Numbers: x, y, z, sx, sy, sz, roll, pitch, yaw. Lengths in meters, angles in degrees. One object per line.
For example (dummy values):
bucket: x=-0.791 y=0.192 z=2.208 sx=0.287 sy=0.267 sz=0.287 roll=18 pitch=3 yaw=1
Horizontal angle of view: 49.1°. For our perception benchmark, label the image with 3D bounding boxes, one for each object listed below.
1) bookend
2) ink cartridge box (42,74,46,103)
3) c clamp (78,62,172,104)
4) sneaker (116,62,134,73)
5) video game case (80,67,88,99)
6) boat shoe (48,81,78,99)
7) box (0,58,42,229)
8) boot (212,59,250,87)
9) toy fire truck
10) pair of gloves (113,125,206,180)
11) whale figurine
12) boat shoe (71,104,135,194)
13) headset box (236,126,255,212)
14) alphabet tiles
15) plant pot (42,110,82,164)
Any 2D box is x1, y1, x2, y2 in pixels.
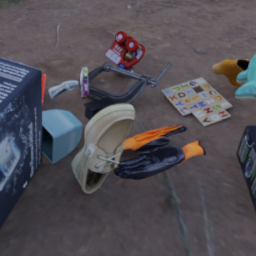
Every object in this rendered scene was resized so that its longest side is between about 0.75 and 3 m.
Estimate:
bookend: x=-0.821 y=-0.315 z=7.752 sx=0.846 sy=0.841 sz=0.390 roll=-19 pitch=44 yaw=-40
ink cartridge box: x=-3.907 y=-1.084 z=8.835 sx=2.419 sy=0.606 sz=1.962 roll=-17 pitch=42 yaw=3
c clamp: x=-0.259 y=-1.651 z=9.664 sx=2.817 sy=0.381 sz=2.406 roll=20 pitch=60 yaw=29
sneaker: x=-0.184 y=-2.288 z=10.608 sx=0.895 sy=0.338 sz=0.517 roll=20 pitch=88 yaw=11
video game case: x=-1.393 y=-1.400 z=8.873 sx=0.163 sy=0.909 sz=0.824 roll=-1 pitch=85 yaw=-14
boat shoe: x=-1.779 y=-1.073 z=7.761 sx=0.885 sy=0.284 sz=0.326 roll=-19 pitch=-3 yaw=7
box: x=-3.002 y=0.514 z=5.362 sx=1.691 sy=2.832 sz=2.879 roll=17 pitch=42 yaw=2
boot: x=3.832 y=-1.775 z=9.224 sx=1.871 sy=0.658 sz=1.340 roll=13 pitch=1 yaw=-23
toy fire truck: x=-0.105 y=-2.767 z=10.288 sx=1.368 sy=1.148 sz=0.767 roll=43 pitch=18 yaw=21
pair of gloves: x=0.629 y=0.522 z=6.758 sx=2.041 sy=0.283 sz=2.291 roll=-18 pitch=18 yaw=2
whale figurine: x=3.527 y=-1.391 z=7.102 sx=2.092 sy=1.086 sz=1.665 roll=-33 pitch=29 yaw=-31
boat shoe: x=-0.493 y=0.524 z=5.803 sx=0.934 sy=2.590 sz=0.841 roll=-2 pitch=55 yaw=-33
headset box: x=3.757 y=1.067 z=6.250 sx=1.957 sy=1.043 sz=2.248 roll=3 pitch=40 yaw=3
alphabet tiles: x=2.290 y=-0.857 z=9.098 sx=1.669 sy=0.075 sz=1.997 roll=-19 pitch=50 yaw=-17
plant pot: x=-1.806 y=0.122 z=7.402 sx=1.039 sy=1.017 sz=1.020 roll=-25 pitch=55 yaw=-38
